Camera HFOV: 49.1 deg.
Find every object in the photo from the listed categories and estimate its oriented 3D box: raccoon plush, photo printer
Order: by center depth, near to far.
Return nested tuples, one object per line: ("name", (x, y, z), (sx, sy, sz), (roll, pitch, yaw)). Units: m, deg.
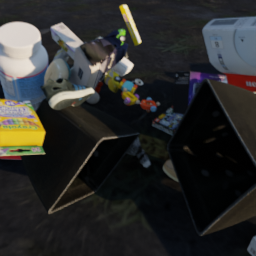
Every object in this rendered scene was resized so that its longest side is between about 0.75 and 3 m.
("raccoon plush", (-0.109, 0.693, 8.038), (0.669, 0.927, 1.384), (10, 50, -62))
("photo printer", (-0.448, -2.166, 8.989), (1.124, 0.390, 0.935), (37, 26, -1))

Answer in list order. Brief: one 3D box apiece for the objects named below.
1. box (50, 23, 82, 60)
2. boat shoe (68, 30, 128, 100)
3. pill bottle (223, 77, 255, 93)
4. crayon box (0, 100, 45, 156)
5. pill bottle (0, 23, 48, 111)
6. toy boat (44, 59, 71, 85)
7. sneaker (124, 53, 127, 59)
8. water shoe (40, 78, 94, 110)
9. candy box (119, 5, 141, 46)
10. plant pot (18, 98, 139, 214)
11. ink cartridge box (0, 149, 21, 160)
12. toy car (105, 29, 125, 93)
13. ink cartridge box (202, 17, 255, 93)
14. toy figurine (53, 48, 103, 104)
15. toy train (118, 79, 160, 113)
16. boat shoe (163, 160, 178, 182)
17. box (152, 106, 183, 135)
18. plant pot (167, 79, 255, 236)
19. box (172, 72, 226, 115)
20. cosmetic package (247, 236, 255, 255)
("box", (-1.769, -2.672, 9.602), (0.530, 0.495, 2.559), (-34, 65, -23))
("boat shoe", (-0.929, -1.753, 8.345), (1.353, 2.917, 1.089), (-33, 92, -22))
("pill bottle", (2.949, -0.585, 8.448), (1.414, 1.414, 2.474), (28, 71, 32))
("crayon box", (-2.206, -0.052, 5.430), (0.894, 0.367, 1.422), (0, 35, -37))
("pill bottle", (-3.325, -1.816, 8.979), (1.530, 2.813, 1.530), (6, 53, -9))
("toy boat", (-1.895, -1.228, 8.146), (0.646, 1.169, 1.390), (-11, 66, -46))
("sneaker", (-0.303, -4.033, 14.550), (0.446, 0.608, 1.343), (-4, 37, -4))
("water shoe", (-1.180, -0.781, 5.693), (0.538, 0.593, 1.504), (-35, 0, 17))
("candy box", (0.072, -2.850, 7.788), (0.144, 1.092, 0.558), (-18, 19, 20))
("plant pot", (-1.298, 0.400, 6.511), (1.799, 2.023, 2.028), (41, 17, 16))
("ink cartridge box", (-3.006, 0.222, 8.617), (2.057, 0.460, 1.812), (-1, 34, 22))
("toy car", (-0.600, -2.805, 11.193), (0.542, 2.288, 2.432), (7, 25, -14))
("ink cartridge box", (2.785, -1.271, 6.214), (0.548, 2.318, 1.855), (-44, 38, -24))
("toy figurine", (-1.933, -1.931, 10.572), (1.976, 1.945, 1.375), (6, 45, -5))
("toy train", (0.293, -1.065, 9.780), (1.241, 0.459, 1.652), (0, 44, -27))
("boat shoe", (1.804, 1.198, 7.544), (1.812, 0.627, 0.668), (20, 41, 24))
("box", (1.558, -0.279, 9.831), (0.867, 0.253, 1.266), (27, 44, 31))
("plant pot", (2.538, 0.640, 6.139), (2.163, 2.432, 2.438), (0, 49, -17))
("box", (2.488, -1.151, 9.499), (1.947, 1.374, 0.768), (-3, 11, -34))
("cosmetic package", (3.505, 2.911, 5.308), (0.932, 0.572, 2.259), (-17, 40, -23))
